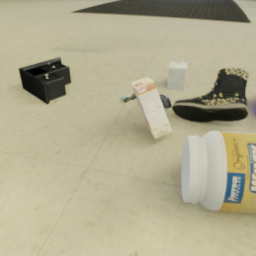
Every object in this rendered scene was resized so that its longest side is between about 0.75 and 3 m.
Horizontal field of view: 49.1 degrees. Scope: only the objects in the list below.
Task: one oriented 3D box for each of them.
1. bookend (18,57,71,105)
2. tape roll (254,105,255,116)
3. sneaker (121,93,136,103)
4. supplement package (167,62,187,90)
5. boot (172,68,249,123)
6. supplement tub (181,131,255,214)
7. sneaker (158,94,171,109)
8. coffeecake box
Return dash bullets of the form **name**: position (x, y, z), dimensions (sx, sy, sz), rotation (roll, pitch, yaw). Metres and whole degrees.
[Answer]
- **bookend**: position (-3.624, -2.379, 13.649), dimensions (2.359, 1.094, 2.374), rotation (-28, 43, -35)
- **tape roll**: position (6.714, -0.918, 11.358), dimensions (2.759, 1.172, 2.759), rotation (0, 34, 0)
- **sneaker**: position (0.042, -1.456, 12.960), dimensions (0.825, 0.320, 0.356), rotation (-21, 36, -29)
- **supplement package**: position (2.426, -2.591, 13.923), dimensions (0.862, 1.136, 0.856), rotation (6, 34, 10)
- **boot**: position (3.352, -1.336, 11.232), dimensions (2.862, 1.033, 2.162), rotation (3, 56, 28)
- **supplement tub**: position (2.946, 1.155, 7.345), dimensions (2.890, 2.090, 2.090), rotation (2, 33, 4)
- **sneaker**: position (1.177, -1.106, 12.192), dimensions (0.782, 0.665, 1.787), rotation (-27, 26, -14)
- **coffeecake box**: position (0.803, -0.765, 10.034), dimensions (0.696, 1.904, 1.462), rotation (-22, 16, 1)
